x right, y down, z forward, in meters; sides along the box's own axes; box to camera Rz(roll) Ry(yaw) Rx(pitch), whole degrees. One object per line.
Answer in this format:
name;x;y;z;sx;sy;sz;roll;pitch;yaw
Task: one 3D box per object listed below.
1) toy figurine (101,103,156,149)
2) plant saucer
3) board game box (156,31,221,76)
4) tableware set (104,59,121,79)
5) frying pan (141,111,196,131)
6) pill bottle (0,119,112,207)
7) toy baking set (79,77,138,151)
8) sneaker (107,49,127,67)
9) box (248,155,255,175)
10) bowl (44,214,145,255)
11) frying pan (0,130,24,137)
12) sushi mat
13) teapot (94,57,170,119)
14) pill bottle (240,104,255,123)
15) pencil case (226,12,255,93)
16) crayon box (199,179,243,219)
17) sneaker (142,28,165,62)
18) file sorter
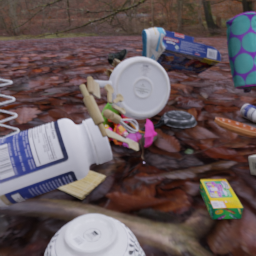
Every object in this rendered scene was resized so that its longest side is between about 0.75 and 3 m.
toy figurine;-0.013;0.100;10.397;2.199;1.651;2.024;-38;49;-22
plant saucer;2.801;0.003;7.198;1.176;0.190;1.176;14;13;-3
board game box;1.855;-2.642;10.542;2.305;0.711;2.303;8;-7;-15
tableware set;-0.256;-1.772;10.242;0.187;1.346;1.611;-43;8;-20
frying pan;1.741;-0.389;12.492;2.679;0.436;1.621;-1;23;-10
pill bottle;-1.645;0.607;5.914;2.450;1.361;1.361;-18;27;-10
toy baking set;-0.266;-0.258;5.028;0.177;1.521;1.167;-30;-12;34
sneaker;-0.423;-2.629;10.263;0.477;0.833;0.319;22;41;-53
box;4.678;1.040;8.688;1.733;0.593;0.712;-9;0;-20
bowl;-0.692;2.373;5.394;2.219;1.041;2.219;0;23;0
frying pan;-4.627;0.339;11.044;1.119;0.182;0.677;-22;31;-37
sushi mat;-1.950;1.453;8.557;2.423;0.147;1.159;15;28;29
teapot;0.150;-0.950;6.817;1.553;1.574;1.149;-40;16;-9
pill bottle;5.688;-0.612;12.615;0.635;0.635;1.143;-9;25;-19
pencil case;3.391;-2.137;7.976;0.990;2.143;0.912;-5;-6;-6
crayon box;2.407;1.849;7.396;0.739;0.362;1.244;-1;24;-2
sneaker;0.790;-2.353;8.685;0.651;1.613;0.617;-13;61;-7
file sorter;-4.922;-0.361;9.646;1.815;2.616;1.629;13;25;26
